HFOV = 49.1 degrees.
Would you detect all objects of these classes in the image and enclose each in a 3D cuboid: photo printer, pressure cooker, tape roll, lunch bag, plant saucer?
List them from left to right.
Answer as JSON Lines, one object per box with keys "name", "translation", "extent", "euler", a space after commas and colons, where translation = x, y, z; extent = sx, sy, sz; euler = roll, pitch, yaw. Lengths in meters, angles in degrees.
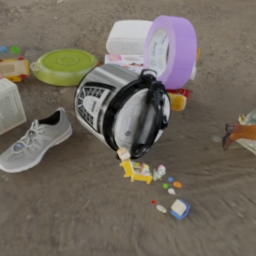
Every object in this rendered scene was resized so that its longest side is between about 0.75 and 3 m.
{"name": "plant saucer", "translation": [-2.596, -2.756, 12.122], "extent": [2.964, 0.460, 2.964], "euler": [3, 38, -3]}
{"name": "pressure cooker", "translation": [-0.040, -0.492, 7.707], "extent": [2.234, 2.200, 2.501], "euler": [-41, 47, -15]}
{"name": "photo printer", "translation": [0.299, -4.628, 14.185], "extent": [2.385, 0.996, 2.867], "euler": [4, 39, 6]}
{"name": "tape roll", "translation": [1.346, -2.540, 9.645], "extent": [0.788, 2.402, 2.402], "euler": [-3, 37, -21]}
{"name": "lunch bag", "translation": [3.723, 0.283, 7.955], "extent": [1.261, 0.879, 1.058], "euler": [38, 68, 15]}

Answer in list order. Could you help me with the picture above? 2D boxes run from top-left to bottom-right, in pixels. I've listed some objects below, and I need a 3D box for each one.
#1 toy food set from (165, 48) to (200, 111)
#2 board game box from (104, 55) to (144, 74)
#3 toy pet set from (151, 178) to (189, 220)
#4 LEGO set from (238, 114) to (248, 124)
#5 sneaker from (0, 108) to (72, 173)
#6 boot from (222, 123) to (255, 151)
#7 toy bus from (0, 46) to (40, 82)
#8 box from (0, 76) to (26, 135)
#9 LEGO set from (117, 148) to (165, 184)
{"name": "toy food set", "translation": [1.593, -1.698, 10.022], "extent": [1.292, 1.371, 2.871], "euler": [14, 62, 15]}
{"name": "board game box", "translation": [-0.021, -2.260, 11.561], "extent": [1.968, 0.519, 2.572], "euler": [0, 38, -1]}
{"name": "toy pet set", "translation": [1.074, 1.727, 6.605], "extent": [0.726, 0.413, 0.778], "euler": [33, 76, 35]}
{"name": "LEGO set", "translation": [4.992, -0.306, 8.901], "extent": [2.725, 0.772, 1.770], "euler": [-14, 41, -17]}
{"name": "sneaker", "translation": [-2.689, 0.249, 7.989], "extent": [0.934, 1.024, 2.498], "euler": [20, 43, 24]}
{"name": "boot", "translation": [3.054, 0.272, 7.520], "extent": [0.940, 0.885, 0.322], "euler": [4, 22, 4]}
{"name": "toy bus", "translation": [-4.631, -2.287, 11.349], "extent": [1.684, 0.870, 1.589], "euler": [37, 77, -2]}
{"name": "box", "translation": [-4.544, -0.478, 8.582], "extent": [1.226, 1.439, 2.251], "euler": [29, 46, 31]}
{"name": "LEGO set", "translation": [0.180, 0.900, 7.103], "extent": [1.546, 0.711, 0.575], "euler": [31, 28, -30]}
